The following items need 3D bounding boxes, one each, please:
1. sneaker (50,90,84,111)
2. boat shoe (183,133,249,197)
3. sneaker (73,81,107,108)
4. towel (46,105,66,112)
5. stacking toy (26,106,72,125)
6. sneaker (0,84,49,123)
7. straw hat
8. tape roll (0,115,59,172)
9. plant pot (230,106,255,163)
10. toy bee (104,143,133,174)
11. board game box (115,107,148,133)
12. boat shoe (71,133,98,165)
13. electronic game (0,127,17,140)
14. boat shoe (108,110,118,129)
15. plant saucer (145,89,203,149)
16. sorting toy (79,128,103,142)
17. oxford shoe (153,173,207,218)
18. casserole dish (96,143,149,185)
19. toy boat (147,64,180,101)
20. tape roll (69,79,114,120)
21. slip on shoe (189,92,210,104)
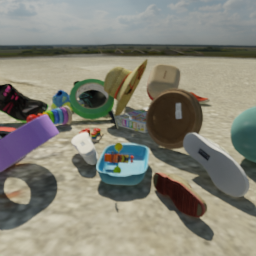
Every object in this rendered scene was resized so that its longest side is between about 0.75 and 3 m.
[{"bbox_3d":[-2.839,-1.329,13.350,0.757,1.050,1.998,10,21,29],"label":"sneaker"},{"bbox_3d":[2.218,0.852,6.895,0.698,0.764,2.124,7,24,-34],"label":"boat shoe"},{"bbox_3d":[-1.880,-1.687,13.909,1.110,1.167,2.944,-43,33,-21],"label":"sneaker"},{"bbox_3d":[-3.238,-0.711,12.379,1.162,0.105,0.500,-19,35,-14],"label":"towel"},{"bbox_3d":[-3.067,-0.374,10.855,1.713,0.731,0.731,-15,23,-39],"label":"stacking toy"},{"bbox_3d":[-4.741,-1.084,11.455,2.955,1.238,1.134,14,59,3],"label":"sneaker"},{"bbox_3d":[-0.362,-1.910,11.939,1.203,2.842,2.842,30,23,5],"label":"straw hat"},{"bbox_3d":[-2.718,0.417,7.164,1.870,0.614,1.870,-34,7,4],"label":"tape roll"},{"bbox_3d":[3.783,0.185,7.716,1.839,1.839,1.476,-13,7,-34],"label":"plant pot"},{"bbox_3d":[-0.215,0.820,7.012,0.635,0.764,1.168,6,15,-14],"label":"toy bee"},{"bbox_3d":[0.806,-0.389,11.512,1.531,0.390,2.277,15,23,39],"label":"board game box"},{"bbox_3d":[-1.225,0.602,8.233,0.575,0.548,1.598,-29,26,-17],"label":"boat shoe"},{"bbox_3d":[-4.418,0.468,8.620,2.670,0.556,2.670,0,18,0],"label":"electronic game"},{"bbox_3d":[-0.603,-0.307,10.937,0.275,0.829,0.310,-20,-16,4],"label":"boat shoe"},{"bbox_3d":[1.364,-0.298,8.801,1.939,1.939,0.286,12,1,32],"label":"plant saucer"},{"bbox_3d":[-1.336,0.210,9.864,0.775,0.270,0.770,3,18,9],"label":"sorting toy"},{"bbox_3d":[1.188,1.329,5.989,0.611,0.576,1.635,-3,18,-27],"label":"oxford shoe"},{"bbox_3d":[-0.103,0.949,7.398,1.276,0.409,2.107,2,19,6],"label":"casserole dish"},{"bbox_3d":[1.913,-2.205,15.324,1.648,1.651,2.525,10,51,10],"label":"toy boat"},{"bbox_3d":[-1.584,-1.292,12.335,1.955,0.470,1.955,2,59,-4],"label":"tape roll"},{"bbox_3d":[3.407,-1.623,15.019,1.931,0.591,0.715,13,20,30],"label":"slip on shoe"}]
